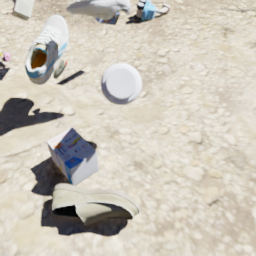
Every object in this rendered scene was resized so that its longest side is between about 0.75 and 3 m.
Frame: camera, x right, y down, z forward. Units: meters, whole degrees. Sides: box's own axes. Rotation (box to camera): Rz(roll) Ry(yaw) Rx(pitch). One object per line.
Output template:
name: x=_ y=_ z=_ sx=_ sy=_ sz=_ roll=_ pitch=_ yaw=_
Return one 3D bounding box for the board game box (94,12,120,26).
board game box: x=-0.726 y=-4.343 z=10.579 sx=0.329 sy=1.066 sz=1.065 roll=44 pitch=45 yaw=13

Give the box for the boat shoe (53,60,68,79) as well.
boat shoe: x=-2.349 y=-2.021 z=9.744 sx=0.272 sy=0.764 sz=0.239 roll=38 pitch=16 yaw=15

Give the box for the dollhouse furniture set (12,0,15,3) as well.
dollhouse furniture set: x=-3.837 y=-5.673 z=10.599 sx=2.170 sy=1.125 sz=0.961 roll=-13 pitch=46 yaw=36

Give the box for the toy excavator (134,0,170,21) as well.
toy excavator: x=1.365 y=-6.480 z=15.492 sx=1.761 sy=0.880 sz=1.712 roll=19 pitch=51 yaw=0

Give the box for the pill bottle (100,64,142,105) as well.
pill bottle: x=-0.193 y=-1.141 z=7.550 sx=1.056 sy=1.056 sz=1.932 roll=-2 pitch=6 yaw=-2

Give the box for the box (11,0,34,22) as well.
box: x=-3.092 y=-3.903 z=8.413 sx=0.502 sy=0.418 sz=1.222 roll=17 pitch=81 yaw=-33

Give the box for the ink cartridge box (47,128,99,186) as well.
ink cartridge box: x=-1.658 y=0.847 z=8.454 sx=0.959 sy=0.942 sz=1.302 roll=-32 pitch=55 yaw=-26

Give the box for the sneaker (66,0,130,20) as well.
sneaker: x=-0.872 y=-3.577 z=8.387 sx=1.921 sy=0.773 sz=0.734 roll=-13 pitch=32 yaw=-5

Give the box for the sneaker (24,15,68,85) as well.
sneaker: x=-2.620 y=-2.660 z=9.184 sx=0.945 sy=0.998 sz=2.471 roll=17 pitch=77 yaw=-4

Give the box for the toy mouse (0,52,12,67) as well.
toy mouse: x=-5.777 y=-3.139 z=12.651 sx=1.314 sy=0.254 sz=1.168 roll=-27 pitch=53 yaw=-23

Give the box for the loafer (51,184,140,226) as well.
loafer: x=-0.917 y=2.126 z=7.353 sx=2.475 sy=0.936 sz=0.845 roll=4 pitch=48 yaw=16
